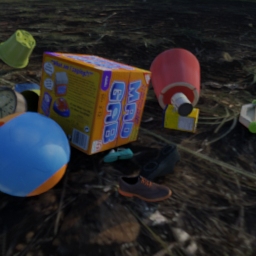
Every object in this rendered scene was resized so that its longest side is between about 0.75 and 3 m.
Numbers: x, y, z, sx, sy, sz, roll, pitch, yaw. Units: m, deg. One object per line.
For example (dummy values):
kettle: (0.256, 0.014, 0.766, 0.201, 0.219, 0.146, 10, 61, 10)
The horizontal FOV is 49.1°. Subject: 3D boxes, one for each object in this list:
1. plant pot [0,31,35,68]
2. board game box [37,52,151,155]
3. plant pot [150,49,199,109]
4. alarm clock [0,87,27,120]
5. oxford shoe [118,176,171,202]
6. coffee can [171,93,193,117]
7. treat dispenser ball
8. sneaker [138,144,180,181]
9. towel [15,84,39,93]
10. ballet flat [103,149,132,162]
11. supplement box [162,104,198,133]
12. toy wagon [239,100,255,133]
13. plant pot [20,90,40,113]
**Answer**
plant pot: (-6.723, -4.983, 17.290, 1.762, 1.916, 1.916, -32, 14, 37)
board game box: (-1.312, -1.077, 10.628, 2.857, 2.854, 2.855, 23, 21, 31)
plant pot: (2.290, -2.090, 13.392, 2.562, 2.562, 2.267, 1, 44, 2)
alarm clock: (-4.929, -0.585, 11.567, 2.806, 0.934, 1.892, 28, 84, 30)
oxford shoe: (0.514, 1.883, 8.860, 1.689, 0.613, 0.601, 4, 34, 6)
coffee can: (2.239, -0.972, 11.702, 0.656, 0.656, 0.896, -6, 35, -10)
treat dispenser ball: (-3.150, 0.803, 8.715, 2.595, 2.595, 2.595, 0, 34, 0)
sneaker: (1.144, 1.364, 9.567, 1.790, 0.812, 0.680, -38, 28, -13)
towel: (-5.143, -1.603, 14.183, 1.252, 0.544, 2.242, -7, 34, -12)
ballet flat: (-0.414, 0.991, 10.379, 1.165, 0.392, 0.410, -7, 55, -20)
supplement box: (2.264, -0.428, 12.194, 1.425, 0.776, 0.780, 11, 36, 15)
toy wagon: (6.478, -0.329, 12.236, 2.973, 0.588, 2.307, 14, 36, 19)
plant pot: (-4.020, -1.126, 12.880, 1.476, 1.476, 1.578, 11, 18, 16)
